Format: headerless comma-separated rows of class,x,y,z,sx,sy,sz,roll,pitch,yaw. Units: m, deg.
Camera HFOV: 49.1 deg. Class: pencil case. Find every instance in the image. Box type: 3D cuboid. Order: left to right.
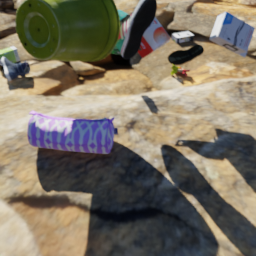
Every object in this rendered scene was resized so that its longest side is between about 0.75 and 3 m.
pencil case,-1.758,0.153,8.894,2.765,1.182,1.160,3,23,5

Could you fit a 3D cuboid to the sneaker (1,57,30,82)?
sneaker,-5.048,-2.794,12.640,1.116,0.587,1.545,-24,55,-11

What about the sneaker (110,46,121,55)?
sneaker,-0.066,-4.406,14.484,0.979,0.897,2.298,25,56,16

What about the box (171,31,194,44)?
box,2.993,-4.985,15.418,1.054,0.317,0.615,-15,44,-18

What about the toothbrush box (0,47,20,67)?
toothbrush box,-5.727,-3.408,13.372,0.893,0.650,0.384,-32,50,-30

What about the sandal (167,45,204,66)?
sandal,1.584,-1.988,7.728,1.041,0.284,0.426,-26,82,-8

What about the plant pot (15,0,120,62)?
plant pot,-2.004,-3.179,8.839,2.629,2.629,2.531,19,31,21

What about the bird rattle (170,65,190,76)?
bird rattle,2.336,-2.638,12.687,0.873,0.492,0.712,1,25,-3

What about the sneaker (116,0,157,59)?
sneaker,0.046,-3.747,9.682,1.004,2.402,1.450,-18,65,-34

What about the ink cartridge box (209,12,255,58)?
ink cartridge box,3.978,-3.393,10.331,1.688,0.979,0.573,20,-1,-17

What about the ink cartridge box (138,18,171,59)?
ink cartridge box,0.778,-3.392,10.534,1.288,0.323,1.045,-34,84,-9
